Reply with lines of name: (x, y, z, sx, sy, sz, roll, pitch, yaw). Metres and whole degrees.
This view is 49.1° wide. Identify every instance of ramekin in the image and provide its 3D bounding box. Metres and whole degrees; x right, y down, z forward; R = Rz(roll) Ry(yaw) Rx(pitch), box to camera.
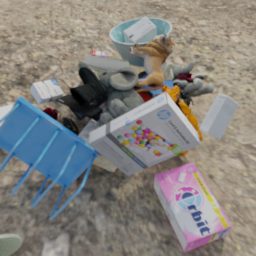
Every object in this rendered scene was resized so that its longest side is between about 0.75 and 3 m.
ramekin: (1.251, -3.143, 13.689, 1.244, 0.653, 1.244, 15, 22, -6)

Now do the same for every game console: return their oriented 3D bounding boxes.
game console: (0.675, -2.005, 11.964, 2.824, 2.434, 1.676, 26, 87, 40)

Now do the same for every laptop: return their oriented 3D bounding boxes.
laptop: (-1.595, -0.521, 9.395, 1.318, 1.488, 0.768, 25, 61, 10)

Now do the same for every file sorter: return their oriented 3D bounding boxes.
file sorter: (-2.747, 1.006, 8.309, 2.936, 2.037, 1.801, 36, 30, -14)

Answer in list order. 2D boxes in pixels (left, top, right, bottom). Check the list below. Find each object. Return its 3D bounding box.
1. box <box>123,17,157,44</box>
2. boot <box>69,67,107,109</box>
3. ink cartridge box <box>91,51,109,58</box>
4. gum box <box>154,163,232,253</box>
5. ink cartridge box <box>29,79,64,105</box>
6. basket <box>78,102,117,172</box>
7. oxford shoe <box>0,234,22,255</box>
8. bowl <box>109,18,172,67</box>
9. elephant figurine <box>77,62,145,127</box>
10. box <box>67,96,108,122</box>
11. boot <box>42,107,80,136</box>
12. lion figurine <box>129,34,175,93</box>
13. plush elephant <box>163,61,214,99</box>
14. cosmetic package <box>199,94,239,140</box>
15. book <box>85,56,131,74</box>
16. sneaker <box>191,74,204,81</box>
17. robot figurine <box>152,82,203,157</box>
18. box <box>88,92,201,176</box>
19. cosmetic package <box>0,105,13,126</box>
box: (0.552, -3.828, 11.967, 1.193, 1.199, 0.784, -37, 69, -7)
boot: (-1.425, -1.317, 9.044, 1.377, 0.510, 1.128, 48, 44, 7)
ink cartridge box: (-1.207, -3.022, 12.183, 0.758, 0.547, 0.317, 1, 50, -5)
gum box: (1.916, 2.404, 8.987, 1.433, 0.835, 2.525, -16, 50, -12)
ink cartridge box: (-2.915, -1.297, 10.026, 0.950, 0.400, 0.687, -25, 78, -48)
basket: (-0.669, 0.340, 10.474, 1.507, 1.371, 2.223, 21, 51, 18)
oxford shoe: (-4.188, 3.529, 8.158, 2.063, 0.776, 0.596, -15, 15, -15)
bowl: (0.615, -3.736, 12.597, 2.718, 1.422, 2.718, -6, 41, 5)
elephant figurine: (-0.400, -1.317, 9.762, 1.797, 1.970, 2.539, -26, 63, 33)
box: (-1.569, -1.164, 11.182, 1.524, 0.961, 1.550, -37, 13, 1)
boot: (-2.520, 0.001, 10.286, 0.925, 1.903, 2.527, -20, 43, 4)
lion figurine: (0.947, -2.325, 10.660, 1.706, 1.010, 2.786, 9, 77, -20)
plush elephant: (2.164, -1.872, 10.716, 1.524, 1.851, 1.433, 0, 76, -46)
cosmetic package: (2.714, -0.330, 8.375, 1.222, 0.621, 0.452, -61, 29, 3)
book: (-0.674, -2.385, 11.739, 1.666, 2.493, 0.599, 15, 91, 9)
sneaker: (3.111, -2.162, 13.317, 1.232, 0.455, 0.539, -17, 51, -9)
robot figurine: (1.631, -0.348, 9.676, 1.778, 2.453, 0.714, -32, 11, -34)
box: (0.496, 0.324, 8.386, 2.670, 2.082, 0.550, -28, 41, 22)
cosmetic package: (-5.525, 0.112, 10.899, 2.413, 1.024, 1.299, -15, 49, -13)
